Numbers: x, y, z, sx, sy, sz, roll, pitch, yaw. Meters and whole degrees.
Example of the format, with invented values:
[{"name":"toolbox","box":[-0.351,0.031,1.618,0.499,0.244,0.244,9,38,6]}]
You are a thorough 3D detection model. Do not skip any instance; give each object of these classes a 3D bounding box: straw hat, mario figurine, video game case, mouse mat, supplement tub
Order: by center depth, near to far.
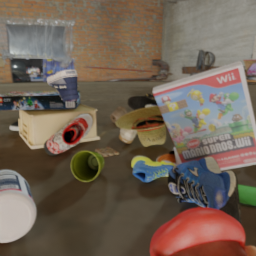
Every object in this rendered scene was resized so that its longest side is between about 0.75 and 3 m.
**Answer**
[{"name":"mario figurine","box":[0.962,2.011,2.396,1.809,1.553,2.930,37,12,-22]},{"name":"supplement tub","box":[-2.151,1.314,4.931,0.882,0.882,1.257,-6,14,-25]},{"name":"mouse mat","box":[2.687,1.500,6.242,0.846,0.040,1.051,7,13,25]},{"name":"video game case","box":[1.895,-0.026,6.446,1.891,2.645,0.231,-15,31,21]},{"name":"straw hat","box":[0.822,0.095,9.927,2.580,1.092,2.580,-12,18,4]}]

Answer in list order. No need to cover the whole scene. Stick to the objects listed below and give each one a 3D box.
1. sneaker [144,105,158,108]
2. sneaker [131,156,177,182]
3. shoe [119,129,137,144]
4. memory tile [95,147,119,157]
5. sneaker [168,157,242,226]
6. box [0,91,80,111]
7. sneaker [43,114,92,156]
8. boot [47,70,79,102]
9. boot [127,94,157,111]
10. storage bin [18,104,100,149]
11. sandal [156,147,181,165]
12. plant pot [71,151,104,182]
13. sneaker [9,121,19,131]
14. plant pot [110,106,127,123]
[{"name":"sneaker","box":[1.579,-0.676,14.061,1.443,1.009,2.499,-9,12,-8]},{"name":"sneaker","box":[0.685,1.156,7.069,1.298,0.491,0.682,11,40,3]},{"name":"shoe","box":[0.059,-0.015,11.077,0.760,0.580,2.173,18,17,-4]},{"name":"memory tile","box":[-0.708,0.794,9.314,0.601,0.066,0.785,-8,15,-30]},{"name":"sneaker","box":[1.424,1.271,5.582,1.162,1.023,2.606,-7,5,1]},{"name":"box","box":[-3.489,-1.133,11.283,2.973,0.560,2.031,-2,12,-6]},{"name":"sneaker","box":[-1.652,0.067,9.257,1.212,0.755,2.260,-25,12,44]},{"name":"boot","box":[-2.372,-1.406,10.149,0.822,1.020,2.259,-10,5,-24]},{"name":"boot","box":[1.222,-1.596,17.591,2.809,1.028,2.115,2,14,-9]},{"name":"storage bin","box":[-2.865,-0.209,11.202,2.585,1.212,2.567,-8,14,-29]},{"name":"sandal","box":[1.892,0.741,7.886,2.276,0.652,0.872,-2,23,-11]},{"name":"plant pot","box":[-0.976,0.949,7.336,0.782,0.782,0.753,4,3,16]},{"name":"sneaker","box":[-4.195,-0.716,12.864,1.022,1.434,2.891,10,18,32]},{"name":"plant pot","box":[-0.506,-0.600,14.069,0.702,0.810,0.810,-31,29,-36]}]
